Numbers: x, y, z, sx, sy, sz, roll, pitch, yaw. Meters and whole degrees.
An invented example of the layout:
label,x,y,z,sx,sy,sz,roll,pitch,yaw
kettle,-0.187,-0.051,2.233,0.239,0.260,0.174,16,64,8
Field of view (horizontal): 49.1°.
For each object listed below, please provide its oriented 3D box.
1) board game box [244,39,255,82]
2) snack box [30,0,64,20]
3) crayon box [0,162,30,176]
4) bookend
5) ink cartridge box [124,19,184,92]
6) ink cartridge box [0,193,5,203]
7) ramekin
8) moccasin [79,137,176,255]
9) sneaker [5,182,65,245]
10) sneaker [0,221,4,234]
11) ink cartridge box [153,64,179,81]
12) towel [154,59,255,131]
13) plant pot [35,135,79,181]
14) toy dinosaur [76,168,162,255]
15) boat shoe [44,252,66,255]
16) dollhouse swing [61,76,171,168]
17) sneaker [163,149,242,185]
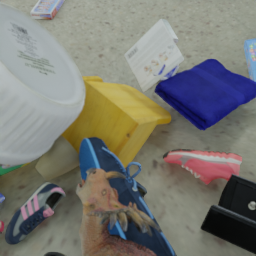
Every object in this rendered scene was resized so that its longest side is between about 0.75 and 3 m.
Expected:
label,x,y,z,sx,sy,sz,roll,pitch,yaw
board game box,4.634,-1.978,8.120,2.154,0.394,1.629,-4,65,12
snack box,-3.214,-5.209,11.606,0.848,0.287,2.359,6,49,5
crayon box,-3.845,0.404,6.110,2.710,0.790,2.338,-24,45,-19
bookend,2.757,1.357,5.408,2.018,0.935,2.031,21,52,18
ink cartridge box,0.670,-1.764,6.982,0.304,1.394,1.210,-8,68,-51
ink cartridge box,-3.091,1.451,5.749,1.138,0.239,0.679,23,58,25
ramekin,-2.153,-0.909,5.279,1.523,2.901,2.901,-35,46,22
moccasin,-0.107,1.437,5.356,0.988,1.166,2.897,-11,62,-29
sneaker,-1.749,1.641,5.352,0.550,0.471,1.342,9,53,36
sneaker,-2.662,1.874,5.102,0.805,0.301,0.325,-30,49,11
ink cartridge box,0.998,-1.723,8.615,0.868,0.206,0.878,20,56,18
towel,2.072,-0.923,7.254,2.412,0.597,1.781,-28,54,-33
plant pot,-1.568,0.731,6.150,0.847,0.793,0.793,-41,59,-17
toy dinosaur,0.039,1.793,3.585,2.407,1.033,1.631,42,89,-7
boat shoe,-0.589,2.761,4.275,0.792,0.750,2.264,-36,59,-25
dollhouse swing,-0.300,-0.117,7.076,2.095,1.842,1.904,38,101,28
sneaker,1.539,0.841,6.011,1.664,0.613,0.722,3,84,21
